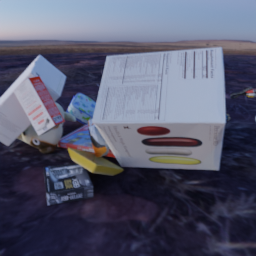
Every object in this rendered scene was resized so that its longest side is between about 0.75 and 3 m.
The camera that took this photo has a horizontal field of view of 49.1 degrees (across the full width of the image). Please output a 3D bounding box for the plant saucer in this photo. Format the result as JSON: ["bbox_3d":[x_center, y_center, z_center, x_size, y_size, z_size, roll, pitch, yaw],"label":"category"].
[{"bbox_3d":[-0.946,0.995,7.844,1.241,0.301,1.241,24,1,37],"label":"plant saucer"}]

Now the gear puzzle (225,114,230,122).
[{"bbox_3d":[3.191,-0.374,11.406,1.050,0.265,2.027,-47,24,-2],"label":"gear puzzle"}]

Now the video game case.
[{"bbox_3d":[-0.753,0.448,10.048,2.882,0.251,2.061,8,21,22],"label":"video game case"}]

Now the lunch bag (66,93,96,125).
[{"bbox_3d":[-1.964,-0.836,12.273,1.253,0.643,1.559,31,26,-13],"label":"lunch bag"}]

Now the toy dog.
[{"bbox_3d":[-3.059,-0.065,9.917,2.437,1.754,2.513,16,14,-23],"label":"toy dog"}]

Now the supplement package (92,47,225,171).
[{"bbox_3d":[0.980,-0.326,7.417,2.844,2.719,2.091,0,61,16],"label":"supplement package"}]

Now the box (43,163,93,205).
[{"bbox_3d":[-1.585,1.400,7.265,1.111,0.351,1.409,-6,20,-17],"label":"box"}]

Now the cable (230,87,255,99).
[{"bbox_3d":[4.447,-1.310,10.799,0.968,0.470,0.244,-9,51,16],"label":"cable"}]

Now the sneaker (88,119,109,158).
[{"bbox_3d":[-0.690,0.152,8.972,1.073,0.883,2.333,-13,22,-5],"label":"sneaker"}]

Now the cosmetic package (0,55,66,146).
[{"bbox_3d":[-3.028,-0.776,8.113,2.439,1.034,1.312,-37,29,22],"label":"cosmetic package"}]

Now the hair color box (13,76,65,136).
[{"bbox_3d":[-2.178,-0.529,6.856,0.703,1.267,0.405,-27,2,34],"label":"hair color box"}]
